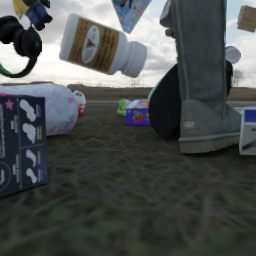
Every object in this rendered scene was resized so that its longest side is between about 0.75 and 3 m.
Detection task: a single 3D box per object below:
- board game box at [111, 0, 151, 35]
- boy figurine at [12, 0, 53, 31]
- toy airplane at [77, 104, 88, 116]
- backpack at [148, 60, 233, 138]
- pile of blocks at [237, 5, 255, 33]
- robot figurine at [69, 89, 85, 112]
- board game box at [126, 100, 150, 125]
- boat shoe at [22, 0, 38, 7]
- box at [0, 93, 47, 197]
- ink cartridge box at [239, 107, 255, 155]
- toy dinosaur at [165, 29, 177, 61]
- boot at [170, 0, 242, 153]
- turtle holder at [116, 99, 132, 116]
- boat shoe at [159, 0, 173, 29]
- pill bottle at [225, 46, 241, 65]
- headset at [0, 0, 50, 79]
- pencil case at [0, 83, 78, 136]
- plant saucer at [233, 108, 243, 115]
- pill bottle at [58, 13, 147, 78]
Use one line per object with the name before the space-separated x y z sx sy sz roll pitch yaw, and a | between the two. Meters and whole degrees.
board game box | 0.137 -3.525 7.488 0.325 1.345 1.779 31 -3 12
boy figurine | -2.256 -2.850 6.283 0.814 1.309 0.422 -38 -1 9
toy airplane | -3.217 -0.809 12.976 2.702 0.497 2.702 -3 -9 0
backpack | 1.648 -0.858 7.314 2.081 2.208 2.707 51 20 27
pile of blocks | 3.852 -3.010 7.391 2.031 0.834 0.631 -10 26 10
robot figurine | -3.161 -1.369 14.064 2.019 1.517 1.260 10 -34 9
board game box | 0.958 -0.628 10.455 1.721 0.573 2.559 1 12 8
boat shoe | -1.878 -3.166 5.454 0.630 1.762 0.579 5 -20 -5
box | -1.799 0.117 3.192 1.580 1.044 0.906 4 8 32
ink cartridge box | 2.545 0.193 4.256 1.587 0.323 1.590 1 -25 21
toy dinosaur | 2.174 -2.755 9.477 2.474 0.587 1.090 -5 -36 -32
boot | 1.613 -1.090 5.317 1.033 2.847 2.589 -8 0 35
turtle holder | -0.112 -0.939 13.210 0.730 0.781 1.028 18 2 11
boat shoe | 0.953 -2.451 5.769 0.463 0.399 1.285 12 -4 -5
pill bottle | 3.385 -2.438 9.285 0.537 0.537 0.896 1 22 11
headset | -3.465 -2.985 9.181 1.739 2.816 1.323 35 21 8
pencil case | -2.432 -0.377 6.043 1.232 1.345 2.965 -34 -13 28
plant saucer | 4.993 -0.632 11.989 1.778 0.446 1.778 0 6 0
pill bottle | -0.673 -2.138 7.659 2.209 1.263 1.263 14 2 -19
